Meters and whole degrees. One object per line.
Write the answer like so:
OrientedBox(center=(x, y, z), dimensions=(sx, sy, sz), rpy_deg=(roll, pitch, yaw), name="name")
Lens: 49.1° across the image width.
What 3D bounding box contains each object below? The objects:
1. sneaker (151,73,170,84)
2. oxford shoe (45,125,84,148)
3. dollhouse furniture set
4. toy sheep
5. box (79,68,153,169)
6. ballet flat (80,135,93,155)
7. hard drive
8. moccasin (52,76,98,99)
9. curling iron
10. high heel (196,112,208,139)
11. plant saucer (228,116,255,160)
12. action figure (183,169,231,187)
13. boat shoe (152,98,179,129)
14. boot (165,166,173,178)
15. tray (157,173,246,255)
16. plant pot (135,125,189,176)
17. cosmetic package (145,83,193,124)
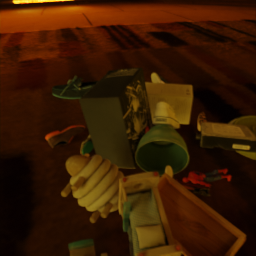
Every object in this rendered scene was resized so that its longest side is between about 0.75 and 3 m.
OrientedBox(center=(1.771, -2.046, 13.954), dimensions=(0.661, 1.666, 0.653), rpy_deg=(-26, -5, -19), name="sneaker")
OrientedBox(center=(-2.409, 0.358, 11.136), dimensions=(1.637, 0.583, 0.594), rpy_deg=(-21, 73, -30), name="oxford shoe")
OrientedBox(center=(-0.415, 2.387, 6.303), dimensions=(2.598, 1.820, 1.831), rpy_deg=(-8, 51, -9), name="dollhouse furniture set")
OrientedBox(center=(-0.823, 1.687, 7.986), dimensions=(1.652, 2.397, 1.652), rpy_deg=(-40, 11, 10), name="toy sheep")
OrientedBox(center=(-0.241, -0.381, 9.977), dimensions=(1.422, 2.731, 2.487), rpy_deg=(1, 33, 23), name="box")
OrientedBox(center=(-1.458, 0.531, 10.785), dimensions=(0.513, 0.463, 1.364), rpy_deg=(7, 47, 43), name="ballet flat")
OrientedBox(center=(3.389, 0.253, 9.743), dimensions=(1.709, 0.463, 2.446), rpy_deg=(6, 12, 14), name="hard drive")
OrientedBox(center=(-2.415, -2.160, 14.413), dimensions=(2.990, 1.019, 1.203), rpy_deg=(-3, 33, -4), name="moccasin")
OrientedBox(center=(1.602, 1.787, 8.941), dimensions=(2.052, 0.262, 0.509), rpy_deg=(14, -8, 17), name="curling iron")
OrientedBox(center=(3.431, -0.072, 11.600), dimensions=(1.102, 0.552, 1.546), rpy_deg=(4, 49, 17), name="high heel")
OrientedBox(center=(5.359, 0.271, 11.237), dimensions=(2.980, 0.463, 2.980), rpy_deg=(-1, 33, 1), name="plant saucer")
OrientedBox(center=(2.512, 1.623, 9.091), dimensions=(1.532, 0.396, 0.501), rpy_deg=(-3, 44, -8), name="action figure")
OrientedBox(center=(1.416, -0.570, 10.572), dimensions=(0.959, 1.106, 2.595), rpy_deg=(3, -4, 18), name="boat shoe")
OrientedBox(center=(1.162, 1.642, 8.831), dimensions=(0.394, 0.317, 0.872), rpy_deg=(-23, 52, 42), name="boot")
OrientedBox(center=(1.531, 2.476, 7.399), dimensions=(1.306, 0.490, 2.649), rpy_deg=(-42, 51, -15), name="tray")
OrientedBox(center=(1.141, 0.616, 9.405), dimensions=(1.717, 1.717, 1.150), rpy_deg=(4, 43, 6), name="plant pot")
OrientedBox(center=(1.288, -1.113, 12.336), dimensions=(2.897, 1.469, 1.032), rpy_deg=(5, 39, 7), name="cosmetic package")
